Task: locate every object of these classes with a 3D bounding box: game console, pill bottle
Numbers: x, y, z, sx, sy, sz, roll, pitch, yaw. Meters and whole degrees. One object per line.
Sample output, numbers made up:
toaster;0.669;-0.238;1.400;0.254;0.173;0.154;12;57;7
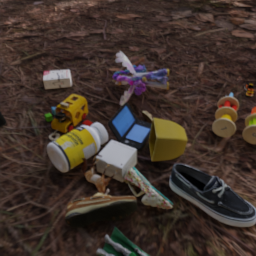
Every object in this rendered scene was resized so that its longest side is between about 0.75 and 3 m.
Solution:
game console;0.168;-0.079;10.294;1.309;0.866;1.489;18;45;21
pill bottle;-1.636;0.574;9.378;1.074;1.074;1.917;32;48;33

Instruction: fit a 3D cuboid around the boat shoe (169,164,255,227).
boat shoe;2.408;1.812;7.995;2.643;0.896;0.948;28;47;29

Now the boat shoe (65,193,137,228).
boat shoe;-0.760;2.131;7.752;1.988;0.752;0.734;-7;37;-10

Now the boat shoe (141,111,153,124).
boat shoe;0.828;-0.462;11.262;0.257;0.284;0.797;-18;41;-20

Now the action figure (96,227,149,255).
action figure;0.145;3.198;6.547;1.840;0.503;1.087;20;65;24

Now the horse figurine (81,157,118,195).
horse figurine;-0.962;1.462;8.670;1.399;0.349;0.927;28;90;28

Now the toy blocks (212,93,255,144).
toy blocks;4.421;-0.522;10.891;1.943;0.846;2.331;14;41;17

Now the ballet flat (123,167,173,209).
ballet flat;0.517;1.884;8.255;0.601;0.711;1.881;-47;48;-6

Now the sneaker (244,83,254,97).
sneaker;5.594;-1.865;12.835;0.354;0.455;1.012;9;40;10

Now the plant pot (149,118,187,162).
plant pot;1.381;0.420;9.602;1.129;1.103;1.096;2;39;-5

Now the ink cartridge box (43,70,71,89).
ink cartridge box;-3.363;-2.322;13.348;1.234;0.511;0.904;-7;40;-8

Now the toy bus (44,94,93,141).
toy bus;-2.367;-0.568;10.872;1.719;0.941;1.822;-12;41;-15

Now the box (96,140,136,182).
box;-0.369;1.057;9.110;0.996;0.654;1.001;20;43;23

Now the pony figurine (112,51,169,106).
pony figurine;0.427;-2.087;12.213;2.655;2.211;2.563;2;7;8

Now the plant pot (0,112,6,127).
plant pot;-6.455;-0.965;10.453;2.375;2.107;2.369;-33;49;-32
